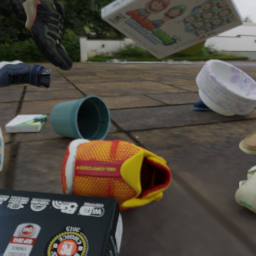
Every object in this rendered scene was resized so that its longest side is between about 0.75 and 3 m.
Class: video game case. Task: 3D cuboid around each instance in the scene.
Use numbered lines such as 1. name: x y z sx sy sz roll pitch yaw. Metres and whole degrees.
1. video game case: 1.231 -2.794 7.093 2.631 0.342 2.891 -16 -17 32

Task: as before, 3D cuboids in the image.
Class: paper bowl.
1. paper bowl: 3.846 -1.464 11.088 2.494 1.297 2.494 17 39 -15

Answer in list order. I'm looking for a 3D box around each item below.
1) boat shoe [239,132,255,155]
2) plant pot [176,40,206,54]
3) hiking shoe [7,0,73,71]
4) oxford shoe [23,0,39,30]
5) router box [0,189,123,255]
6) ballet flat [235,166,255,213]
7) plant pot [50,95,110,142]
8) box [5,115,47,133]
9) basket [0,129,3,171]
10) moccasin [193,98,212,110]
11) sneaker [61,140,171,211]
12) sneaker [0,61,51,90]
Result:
1. boat shoe: 2.243 0.068 4.331 1.157 0.384 0.428 -19 37 -16
2. plant pot: 1.634 -3.419 9.629 2.080 1.946 1.946 19 10 -20
3. hiking shoe: -2.088 -2.832 7.678 1.273 2.529 0.958 -39 25 -18
4. oxford shoe: -2.438 -2.905 6.897 0.344 0.931 0.330 11 8 -28
5. router box: -1.344 1.413 2.383 2.379 0.739 1.782 2 37 8
6. ballet flat: 2.427 0.983 5.174 0.623 0.623 1.795 12 20 35
7. plant pot: -1.476 -0.248 8.175 1.342 1.371 1.371 3 15 37
8. box: -3.417 -0.160 9.532 1.035 0.261 1.434 -2 17 -5
9. basket: -3.456 0.474 5.664 1.711 1.190 1.508 3 13 -25
10. moccasin: 3.551 -1.206 12.374 1.938 0.661 0.780 -15 22 -41
11. sneaker: 0.091 0.789 4.034 1.102 1.043 2.857 4 -7 15
12. sneaker: -2.421 -1.186 6.598 1.047 0.551 1.450 17 26 2
